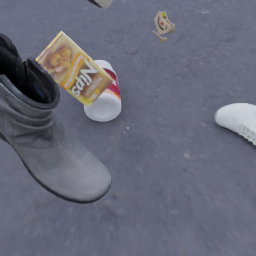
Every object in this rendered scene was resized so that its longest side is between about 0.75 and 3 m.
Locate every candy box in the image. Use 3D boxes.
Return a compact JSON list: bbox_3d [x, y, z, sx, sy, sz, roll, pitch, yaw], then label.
[{"bbox_3d":[-1.166,-1.258,6.215,0.877,1.520,0.420,-45,32,9],"label":"candy box"}]

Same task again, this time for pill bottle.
[{"bbox_3d":[-0.854,-1.246,8.884,1.112,1.112,1.969,-6,48,-5],"label":"pill bottle"}]

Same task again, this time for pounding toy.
[{"bbox_3d":[1.130,-3.315,9.096,0.544,0.542,0.948,-17,88,-37],"label":"pounding toy"}]

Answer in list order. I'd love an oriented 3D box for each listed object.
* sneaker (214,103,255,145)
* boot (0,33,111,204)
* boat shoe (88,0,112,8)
[{"bbox_3d":[3.705,0.048,7.893,2.545,0.895,1.020,17,53,14],"label":"sneaker"},{"bbox_3d":[-1.224,0.032,4.121,2.739,1.803,0.956,37,57,-3],"label":"boot"},{"bbox_3d":[-1.276,-4.024,7.652,0.690,2.422,0.810,27,97,24],"label":"boat shoe"}]
